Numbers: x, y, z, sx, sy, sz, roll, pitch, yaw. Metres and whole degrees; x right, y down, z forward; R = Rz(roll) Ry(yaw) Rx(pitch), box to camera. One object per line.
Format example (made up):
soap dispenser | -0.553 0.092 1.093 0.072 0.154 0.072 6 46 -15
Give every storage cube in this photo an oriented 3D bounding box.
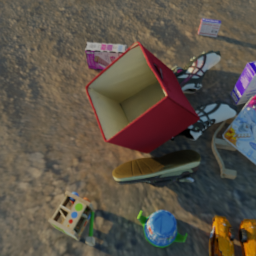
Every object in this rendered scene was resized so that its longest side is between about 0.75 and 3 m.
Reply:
storage cube | 0.462 -0.821 9.271 2.700 2.427 2.308 -37 58 23

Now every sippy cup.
sippy cup | 1.004 2.934 8.334 1.366 1.001 1.072 -7 60 -5

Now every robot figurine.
robot figurine | 3.122 3.850 7.952 1.814 0.728 2.502 5 59 3

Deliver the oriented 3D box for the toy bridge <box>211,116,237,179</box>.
toy bridge | 3.472 0.612 10.095 0.862 0.349 2.565 11 60 7

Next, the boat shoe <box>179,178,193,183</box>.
boat shoe | 1.809 1.703 9.529 0.817 0.294 0.254 20 82 18

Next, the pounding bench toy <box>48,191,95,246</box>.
pounding bench toy | -1.422 2.743 8.507 1.454 0.904 1.134 23 61 13

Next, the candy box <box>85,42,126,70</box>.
candy box | -0.900 -2.972 11.777 1.656 1.130 0.505 4 61 3

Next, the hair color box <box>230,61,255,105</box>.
hair color box | 4.739 -1.720 10.566 1.048 1.918 0.621 -15 61 -9

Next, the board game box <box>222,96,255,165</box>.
board game box | 4.848 0.210 9.974 2.194 0.284 2.194 41 73 7

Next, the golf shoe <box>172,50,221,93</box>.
golf shoe | 2.672 -2.123 11.462 2.973 1.148 1.310 -29 81 -11

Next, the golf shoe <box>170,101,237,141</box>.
golf shoe | 2.629 -0.145 10.209 2.781 1.081 1.314 -9 62 7

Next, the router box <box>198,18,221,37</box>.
router box | 3.758 -4.625 12.963 0.872 0.783 0.213 11 60 6

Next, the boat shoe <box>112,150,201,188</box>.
boat shoe | 0.974 1.495 9.130 2.915 0.945 1.067 -10 24 -3
